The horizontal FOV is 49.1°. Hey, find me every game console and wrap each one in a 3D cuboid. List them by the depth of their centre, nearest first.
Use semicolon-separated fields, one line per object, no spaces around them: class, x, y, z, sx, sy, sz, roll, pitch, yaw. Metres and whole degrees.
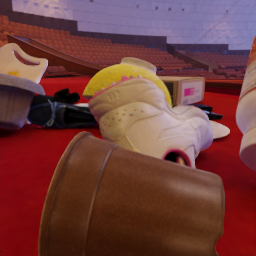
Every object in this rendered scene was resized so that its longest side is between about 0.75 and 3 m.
game console;2.334;-0.539;8.970;1.195;0.244;2.027;-4;13;-16

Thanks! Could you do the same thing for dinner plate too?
dinner plate;1.577;-0.005;6.235;1.297;0.157;1.297;-2;17;1

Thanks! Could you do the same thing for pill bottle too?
pill bottle;2.054;-0.437;3.584;1.131;2.016;1.131;18;-27;10

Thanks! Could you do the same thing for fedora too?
fedora;-3.163;-0.583;6.353;2.576;1.163;2.278;8;0;33

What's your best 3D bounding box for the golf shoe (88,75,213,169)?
golf shoe;0.548;0.249;3.919;1.013;1.231;2.690;-31;-27;30

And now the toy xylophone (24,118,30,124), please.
toy xylophone;-2.777;-0.321;7.567;0.824;0.283;1.126;-6;15;3

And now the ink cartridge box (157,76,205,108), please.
ink cartridge box;1.591;-1.613;11.925;2.419;1.103;2.937;9;15;34

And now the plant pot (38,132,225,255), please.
plant pot;0.077;0.602;1.955;0.998;1.009;1.009;10;13;8

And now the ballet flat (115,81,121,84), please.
ballet flat;0.207;-0.132;5.339;0.708;0.708;1.968;5;-21;22

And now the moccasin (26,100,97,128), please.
moccasin;-1.602;-0.349;6.902;1.772;0.713;0.604;-3;7;-9

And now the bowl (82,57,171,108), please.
bowl;0.120;-1.061;7.262;2.349;1.264;2.349;17;0;0

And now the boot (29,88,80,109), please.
boot;-2.440;-0.918;9.083;1.553;0.593;1.304;2;-10;-21

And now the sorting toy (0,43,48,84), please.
sorting toy;-3.826;-1.851;9.304;2.369;2.132;1.265;27;-29;3

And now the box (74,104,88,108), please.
box;-1.155;-0.565;8.922;1.247;0.307;0.513;6;13;25
